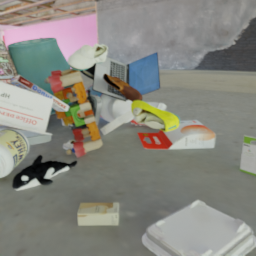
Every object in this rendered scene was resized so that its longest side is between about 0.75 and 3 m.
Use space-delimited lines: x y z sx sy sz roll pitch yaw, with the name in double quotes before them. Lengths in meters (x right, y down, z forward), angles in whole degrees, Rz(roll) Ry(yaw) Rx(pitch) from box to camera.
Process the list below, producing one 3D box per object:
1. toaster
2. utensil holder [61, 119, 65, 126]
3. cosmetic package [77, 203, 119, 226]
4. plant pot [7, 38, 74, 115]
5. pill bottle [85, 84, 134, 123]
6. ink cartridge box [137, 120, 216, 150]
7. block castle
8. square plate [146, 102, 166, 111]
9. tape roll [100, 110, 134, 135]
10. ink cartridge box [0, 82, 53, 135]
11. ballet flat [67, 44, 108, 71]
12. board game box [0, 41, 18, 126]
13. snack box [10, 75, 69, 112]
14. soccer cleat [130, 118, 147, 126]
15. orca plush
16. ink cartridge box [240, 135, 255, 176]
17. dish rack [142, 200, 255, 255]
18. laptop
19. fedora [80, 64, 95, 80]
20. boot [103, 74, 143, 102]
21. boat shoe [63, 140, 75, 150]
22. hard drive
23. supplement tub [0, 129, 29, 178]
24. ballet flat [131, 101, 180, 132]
"toaster" -1.548 -0.627 10.430 0.976 1.718 1.110 11 10 6
"utensil holder" -2.443 -0.472 12.150 0.860 0.731 0.731 -9 18 -19
"cosmetic package" -0.561 1.646 5.367 0.763 0.271 0.401 0 16 -2
"plant pot" -3.794 -2.318 12.064 2.993 2.812 2.993 -6 25 3
"pill bottle" -0.843 -1.113 12.633 1.566 1.566 2.879 -9 18 -29
"ink cartridge box" 1.619 0.190 10.023 2.388 0.599 1.937 1 15 -6
"block castle" -1.733 -0.531 8.676 1.192 2.541 1.698 -18 22 -5
"square plate" 0.595 -0.924 14.187 2.479 0.356 2.503 2 18 13
"tape roll" -0.361 -0.212 10.493 1.480 0.270 1.480 -32 1 1
"ink cartridge box" -3.004 -0.515 7.080 1.603 0.937 2.763 17 -6 -37
"ballet flat" -1.252 -2.400 9.085 0.735 0.735 2.118 6 22 20
"board game box" -5.345 -1.620 10.877 2.189 2.746 1.330 -26 -4 41
"snack box" -2.385 -0.898 7.626 1.575 0.192 0.566 34 -18 -36
"soccer cleat" 0.708 -0.359 11.821 1.402 0.597 0.481 11 12 27
"orca plush" -2.094 0.992 7.075 1.708 0.607 0.898 -11 19 -33
"ink cartridge box" 3.388 0.720 7.282 0.386 1.019 0.753 -13 21 -40
"dish rack" 1.218 1.777 4.777 1.667 0.363 1.430 -14 21 -37
"laptop" -0.075 -2.272 11.084 2.243 1.300 2.100 17 51 -21
"fedora" -1.423 -2.515 12.513 1.508 0.689 1.508 27 11 -6
"boot" -0.140 -1.425 10.076 1.434 0.522 1.523 45 8 4
"boat shoe" -1.795 0.541 9.074 0.347 0.341 0.978 -14 16 -41
"hard drive" -3.724 0.277 8.933 2.066 0.276 1.363 6 8 27
"supplement tub" -3.168 0.655 6.986 0.943 0.943 1.300 2 22 6
"ballet flat" 0.585 -0.322 8.021 0.639 0.637 1.908 -35 39 -30
